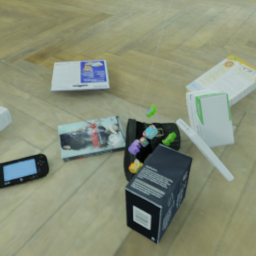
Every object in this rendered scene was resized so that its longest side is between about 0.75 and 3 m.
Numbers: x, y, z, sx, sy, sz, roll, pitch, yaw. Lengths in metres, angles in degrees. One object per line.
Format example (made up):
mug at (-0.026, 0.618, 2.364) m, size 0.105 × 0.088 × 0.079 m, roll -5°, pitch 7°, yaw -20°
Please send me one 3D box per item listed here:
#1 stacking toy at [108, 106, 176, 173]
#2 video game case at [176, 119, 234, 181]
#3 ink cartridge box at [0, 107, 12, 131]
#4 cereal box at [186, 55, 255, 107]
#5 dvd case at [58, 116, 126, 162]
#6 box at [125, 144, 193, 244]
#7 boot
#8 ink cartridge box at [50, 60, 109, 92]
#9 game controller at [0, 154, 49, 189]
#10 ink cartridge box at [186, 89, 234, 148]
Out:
stacking toy at (0.472, 0.368, 8.864) m, size 1.913 × 1.443 × 0.450 m, roll -42°, pitch 33°, yaw -7°
video game case at (2.224, 0.601, 8.326) m, size 0.215 × 1.815 × 1.652 m, roll -41°, pitch 14°, yaw 7°
ink cartridge box at (-6.131, -0.187, 11.749) m, size 1.380 × 0.797 × 1.889 m, roll 20°, pitch 46°, yaw 20°
cereal box at (4.518, -2.040, 13.189) m, size 2.943 × 0.582 × 2.117 m, roll -35°, pitch 52°, yaw -4°
dvd case at (-1.457, 0.381, 11.504) m, size 2.682 × 0.295 × 1.958 m, roll -9°, pitch 43°, yaw -12°
box at (0.917, 1.971, 8.467) m, size 1.192 × 1.997 × 2.031 m, roll 23°, pitch 46°, yaw 25°
boot at (0.954, 0.806, 10.485) m, size 2.079 × 1.046 × 2.781 m, roll 9°, pitch 54°, yaw -8°
ink cartridge box at (-2.466, -2.536, 14.511) m, size 2.830 × 0.673 × 2.864 m, roll -4°, pitch 44°, yaw -6°
game controller at (-3.889, 1.557, 10.110) m, size 1.995 × 0.420 × 1.041 m, roll -14°, pitch 44°, yaw -14°
ink cartridge box at (2.950, -0.456, 10.435) m, size 1.030 × 1.788 × 2.450 m, roll -10°, pitch 11°, yaw 4°
